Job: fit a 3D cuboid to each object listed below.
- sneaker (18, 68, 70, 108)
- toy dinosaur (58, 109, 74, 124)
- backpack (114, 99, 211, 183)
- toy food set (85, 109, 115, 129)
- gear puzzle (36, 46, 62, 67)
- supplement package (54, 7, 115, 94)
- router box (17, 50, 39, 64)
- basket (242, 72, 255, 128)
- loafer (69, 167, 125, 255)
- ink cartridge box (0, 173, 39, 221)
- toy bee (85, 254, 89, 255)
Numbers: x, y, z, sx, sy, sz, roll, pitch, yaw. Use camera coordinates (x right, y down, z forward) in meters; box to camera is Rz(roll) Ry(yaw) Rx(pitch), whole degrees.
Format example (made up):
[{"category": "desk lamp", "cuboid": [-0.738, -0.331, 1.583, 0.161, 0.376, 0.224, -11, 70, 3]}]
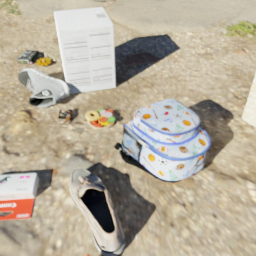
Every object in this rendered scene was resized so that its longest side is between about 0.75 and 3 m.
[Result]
[{"category": "sneaker", "cuboid": [-4.004, -1.656, 12.055, 2.709, 1.016, 1.564, 18, 46, 18]}, {"category": "toy dinosaur", "cuboid": [-2.480, -0.495, 11.178, 0.596, 0.449, 0.879, 13, 19, -9]}, {"category": "backpack", "cuboid": [1.314, 0.392, 8.961, 2.640, 2.033, 2.514, -25, 52, -29]}, {"category": "toy food set", "cuboid": [-1.056, -0.371, 11.102, 1.118, 0.275, 1.130, -17, 43, -19]}, {"category": "gear puzzle", "cuboid": [-3.610, -3.936, 15.181, 1.551, 0.392, 2.995, 30, 52, 27]}, {"category": "supplement package", "cuboid": [-1.905, -3.477, 12.600, 2.236, 2.968, 2.253, -10, 42, -11]}, {"category": "router box", "cuboid": [-5.343, -3.800, 14.998, 0.782, 0.324, 1.043, 6, 41, 6]}, {"category": "basket", "cuboid": [6.165, -1.002, 9.883, 2.382, 2.936, 2.962, -27, 48, -22]}, {"category": "loafer", "cuboid": [-0.901, 2.049, 7.818, 1.066, 0.932, 2.964, -19, 44, -20]}, {"category": "ink cartridge box", "cuboid": [-3.602, 2.027, 8.302, 1.614, 0.352, 1.401, -3, 40, -4]}, {"category": "toy bee", "cuboid": [-0.998, 3.348, 6.490, 1.354, 0.736, 0.887, -21, 0, -34]}]
